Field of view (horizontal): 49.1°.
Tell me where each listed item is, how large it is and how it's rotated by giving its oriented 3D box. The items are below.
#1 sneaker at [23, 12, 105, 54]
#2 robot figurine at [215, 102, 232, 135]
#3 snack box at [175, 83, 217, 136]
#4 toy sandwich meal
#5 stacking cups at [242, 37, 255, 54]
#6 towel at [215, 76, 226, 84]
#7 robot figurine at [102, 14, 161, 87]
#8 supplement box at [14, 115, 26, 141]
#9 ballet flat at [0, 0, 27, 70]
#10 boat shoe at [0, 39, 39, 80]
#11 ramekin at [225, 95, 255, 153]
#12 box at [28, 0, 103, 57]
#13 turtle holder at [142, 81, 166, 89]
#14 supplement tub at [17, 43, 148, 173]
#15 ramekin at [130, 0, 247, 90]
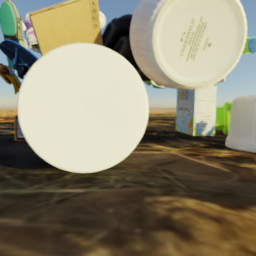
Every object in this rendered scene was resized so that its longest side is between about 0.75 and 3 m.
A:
[{"bbox_3d":[-2.114,-3.237,9.880,2.878,1.641,1.043,-11,-25,-10],"label":"sneaker"},{"bbox_3d":[4.778,-0.395,11.627,2.423,1.401,2.125,-1,-18,14],"label":"robot figurine"},{"bbox_3d":[2.869,-1.215,12.126,1.005,2.968,2.503,0,4,-6],"label":"snack box"},{"bbox_3d":[-4.108,-1.654,9.748,0.439,1.281,1.281,-35,17,-20],"label":"toy sandwich meal"},{"bbox_3d":[3.750,-2.433,8.102,0.538,0.538,1.779,-1,11,-14],"label":"stacking cups"},{"bbox_3d":[2.193,-2.210,9.434,1.750,1.832,0.295,-5,36,42],"label":"towel"},{"bbox_3d":[0.486,-2.252,8.216,1.837,2.212,2.944,-1,7,44],"label":"robot figurine"},{"bbox_3d":[-3.293,-0.037,10.084,0.681,0.877,1.589,2,4,18],"label":"supplement box"},{"bbox_3d":[-3.497,-2.850,8.707,0.761,2.051,0.761,5,26,-3],"label":"ballet flat"},{"bbox_3d":[-2.667,-1.576,7.348,1.946,0.668,0.819,36,-22,5],"label":"boat shoe"},{"bbox_3d":[4.191,-0.152,7.573,2.922,1.425,2.922,0,4,0],"label":"ramekin"},{"bbox_3d":[-1.314,-1.959,6.546,1.559,1.907,0.203,-28,53,-21],"label":"box"},{"bbox_3d":[1.133,-2.671,12.021,2.382,1.810,1.692,40,23,-29],"label":"turtle holder"},{"bbox_3d":[-0.772,-0.362,5.391,2.098,2.098,2.989,0,4,-6],"label":"supplement tub"},{"bbox_3d":[1.416,-2.072,6.392,2.650,2.650,1.234,-1,21,-10],"label":"ramekin"}]
